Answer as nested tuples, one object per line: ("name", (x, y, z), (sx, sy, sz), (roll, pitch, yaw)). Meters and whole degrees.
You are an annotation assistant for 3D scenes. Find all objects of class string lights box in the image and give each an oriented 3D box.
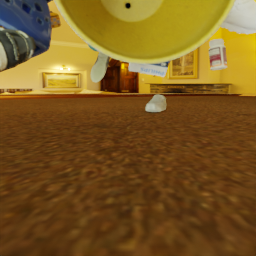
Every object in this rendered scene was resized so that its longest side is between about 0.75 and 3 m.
("string lights box", (1.039, -3.468, 10.608), (1.526, 2.970, 0.876), (9, 45, -8))

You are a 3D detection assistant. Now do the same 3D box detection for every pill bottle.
("pill bottle", (3.138, -2.568, 9.840), (0.567, 0.993, 0.567), (-6, 2, 0))

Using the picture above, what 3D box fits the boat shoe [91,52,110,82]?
("boat shoe", (-0.834, -1.995, 8.702), (0.426, 1.196, 0.374), (20, 23, -1))

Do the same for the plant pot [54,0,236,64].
("plant pot", (0.132, -2.138, 3.891), (2.318, 2.318, 1.645), (-1, 18, -7))

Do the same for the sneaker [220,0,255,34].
("sneaker", (2.787, -3.679, 7.870), (1.057, 1.113, 2.766), (-35, 64, -28))

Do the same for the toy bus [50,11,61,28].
("toy bus", (-2.618, -3.368, 8.762), (1.181, 0.462, 0.384), (17, 37, 41))

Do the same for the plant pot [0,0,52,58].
("plant pot", (-2.861, -2.682, 6.159), (1.941, 1.745, 1.941), (-3, -20, 40))

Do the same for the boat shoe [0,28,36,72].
("boat shoe", (-2.654, -1.511, 5.577), (2.385, 0.856, 0.806), (11, 37, 46))

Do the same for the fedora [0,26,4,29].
("fedora", (-3.430, -3.283, 8.358), (2.482, 2.482, 1.012), (5, 11, 32))

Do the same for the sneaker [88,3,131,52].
("sneaker", (-0.350, -2.227, 5.569), (0.773, 0.866, 2.166), (28, -41, -15))

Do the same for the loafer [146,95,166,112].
("loafer", (1.200, -1.068, 11.964), (0.719, 0.718, 2.058), (2, 9, 16))
